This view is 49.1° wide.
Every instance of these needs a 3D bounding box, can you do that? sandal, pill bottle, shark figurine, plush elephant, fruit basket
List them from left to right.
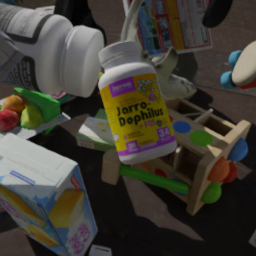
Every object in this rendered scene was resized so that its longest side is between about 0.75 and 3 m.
[{"bbox_3d":[-3.270,-0.241,8.165,2.184,1.106,2.358,30,48,29],"label":"fruit basket"},{"bbox_3d":[-2.115,-1.642,5.976,2.929,1.668,1.668,14,43,5],"label":"pill bottle"},{"bbox_3d":[0.098,-0.426,4.828,1.020,1.020,1.957,-17,89,-18],"label":"pill bottle"},{"bbox_3d":[0.257,-1.686,6.042,1.840,3.080,1.285,-27,41,0],"label":"shark figurine"},{"bbox_3d":[1.336,-1.959,9.664,2.168,2.038,2.632,37,82,-15],"label":"plush elephant"},{"bbox_3d":[2.499,-3.750,7.357,0.537,2.381,0.894,28,7,35],"label":"sandal"}]

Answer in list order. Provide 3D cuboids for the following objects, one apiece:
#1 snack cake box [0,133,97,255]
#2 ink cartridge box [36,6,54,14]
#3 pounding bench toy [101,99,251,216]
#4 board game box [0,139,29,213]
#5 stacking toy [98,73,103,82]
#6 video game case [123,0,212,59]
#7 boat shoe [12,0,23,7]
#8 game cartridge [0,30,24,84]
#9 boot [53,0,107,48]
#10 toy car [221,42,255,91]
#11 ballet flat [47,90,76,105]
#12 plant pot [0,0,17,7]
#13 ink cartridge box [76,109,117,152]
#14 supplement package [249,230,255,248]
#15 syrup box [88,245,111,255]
[{"bbox_3d":[-1.531,1.424,5.200,1.475,2.566,0.862,19,51,21],"label":"snack cake box"},{"bbox_3d":[-2.603,-3.537,9.864,0.923,0.530,1.575,-17,66,-19],"label":"ink cartridge box"},{"bbox_3d":[1.105,0.819,6.494,2.268,1.806,2.907,34,52,31],"label":"pounding bench toy"},{"bbox_3d":[-3.252,1.151,7.185,1.492,0.380,2.204,-12,43,-13],"label":"board game box"},{"bbox_3d":[-1.182,-1.745,10.434,0.758,0.320,0.686,-28,27,-17],"label":"stacking toy"},{"bbox_3d":[1.159,-2.966,7.727,2.597,1.857,0.227,-15,8,-26],"label":"video game case"},{"bbox_3d":[-3.406,-4.851,8.651,0.737,2.037,0.736,-3,19,-3],"label":"boat shoe"},{"bbox_3d":[-2.396,-1.196,4.100,1.623,0.312,1.052,41,86,11],"label":"game cartridge"},{"bbox_3d":[-1.196,-3.221,7.822,0.796,1.581,2.115,5,76,42],"label":"boot"},{"bbox_3d":[2.681,-1.008,5.503,1.155,1.064,1.021,33,72,-22],"label":"toy car"},{"bbox_3d":[-2.071,-1.303,9.691,1.881,0.650,0.669,-32,80,-27],"label":"ballet flat"},{"bbox_3d":[-3.678,-2.899,7.680,1.387,2.059,2.059,-33,43,9],"label":"plant pot"},{"bbox_3d":[-0.600,-0.073,8.550,1.354,0.446,1.860,11,45,12],"label":"ink cartridge box"},{"bbox_3d":[3.957,2.187,5.250,2.548,1.396,1.449,32,51,30],"label":"supplement package"},{"bbox_3d":[-0.634,2.815,5.302,0.416,0.402,1.022,8,42,9],"label":"syrup box"}]
